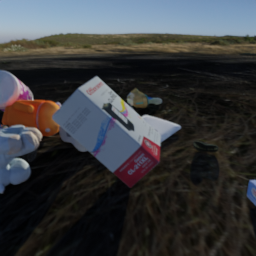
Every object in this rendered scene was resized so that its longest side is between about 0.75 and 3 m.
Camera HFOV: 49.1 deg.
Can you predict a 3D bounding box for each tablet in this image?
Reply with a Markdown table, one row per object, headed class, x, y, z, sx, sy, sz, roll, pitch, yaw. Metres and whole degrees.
| class | x | y | z | sx | sy | sz | roll | pitch | yaw |
| --- | --- | --- | --- | --- | --- | --- | --- | --- | --- |
| tablet | 0.677 | 0.108 | 10.612 | 1.758 | 0.184 | 2.701 | 19 | 28 | 30 |

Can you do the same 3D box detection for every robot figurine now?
| class | x | y | z | sx | sy | sz | roll | pitch | yaw |
| --- | --- | --- | --- | --- | --- | --- | --- | --- | --- |
| robot figurine | -3.459 | -0.362 | 10.373 | 2.319 | 1.668 | 1.352 | 2 | 31 | 12 |

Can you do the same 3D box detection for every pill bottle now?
| class | x | y | z | sx | sy | sz | roll | pitch | yaw |
| --- | --- | --- | --- | --- | --- | --- | --- | --- | --- |
| pill bottle | -4.916 | -1.332 | 11.839 | 1.449 | 1.449 | 2.581 | 0 | -9 | -1 |

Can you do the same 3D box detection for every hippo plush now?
| class | x | y | z | sx | sy | sz | roll | pitch | yaw |
| --- | --- | --- | --- | --- | --- | --- | --- | --- | --- |
| hippo plush | -3.009 | 0.829 | 6.840 | 1.886 | 1.516 | 1.502 | -9 | 15 | -42 |

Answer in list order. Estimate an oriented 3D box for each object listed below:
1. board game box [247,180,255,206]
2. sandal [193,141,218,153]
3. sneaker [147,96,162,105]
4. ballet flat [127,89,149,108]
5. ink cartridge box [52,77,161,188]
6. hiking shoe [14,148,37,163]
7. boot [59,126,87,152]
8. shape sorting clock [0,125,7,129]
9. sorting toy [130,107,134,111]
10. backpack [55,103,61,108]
| class | x | y | z | sx | sy | sz | roll | pitch | yaw |
| --- | --- | --- | --- | --- | --- | --- | --- | --- | --- |
| board game box | 4.345 | 1.738 | 5.755 | 2.848 | 0.521 | 2.155 | -3 | 20 | -6 |
| sandal | 2.556 | 0.627 | 9.259 | 0.819 | 0.325 | 0.234 | 13 | 25 | 17 |
| sneaker | 1.323 | -1.519 | 15.255 | 1.001 | 0.384 | 0.557 | -5 | 27 | 6 |
| ballet flat | 0.335 | -1.497 | 14.248 | 0.831 | 0.905 | 2.636 | -15 | 12 | -7 |
| ink cartridge box | -0.445 | 0.003 | 7.604 | 2.667 | 1.104 | 1.944 | 43 | 20 | -8 |
| hiking shoe | -3.880 | 0.777 | 8.270 | 2.321 | 0.879 | 1.169 | 1 | -2 | -14 |
| boot | -1.410 | 0.132 | 9.508 | 1.171 | 0.901 | 2.450 | -15 | 17 | -30 |
| shape sorting clock | -5.295 | 0.092 | 10.918 | 1.108 | 0.217 | 1.108 | 0 | 19 | 0 |
| sorting toy | -0.929 | -0.631 | 12.604 | 2.539 | 0.463 | 2.350 | -3 | 19 | -7 |
| backpack | -3.052 | -0.542 | 11.611 | 1.033 | 0.835 | 1.084 | -35 | 16 | -9 |
